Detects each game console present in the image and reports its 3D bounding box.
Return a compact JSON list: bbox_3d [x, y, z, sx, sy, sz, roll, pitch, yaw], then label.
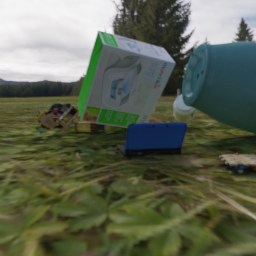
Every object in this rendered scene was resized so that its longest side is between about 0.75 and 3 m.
[{"bbox_3d":[0.465,0.184,5.584,1.156,0.684,0.987,0,7,-11],"label":"game console"}]

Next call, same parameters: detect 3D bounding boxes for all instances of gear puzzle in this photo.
[{"bbox_3d":[1.879,0.568,4.690,0.642,0.162,1.239,-1,3,10],"label":"gear puzzle"}]

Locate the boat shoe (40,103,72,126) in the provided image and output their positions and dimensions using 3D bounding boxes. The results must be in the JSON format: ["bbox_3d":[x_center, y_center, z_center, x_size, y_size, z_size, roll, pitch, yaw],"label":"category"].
[{"bbox_3d":[-2.836,-0.579,11.306,0.948,0.872,2.653,1,7,6],"label":"boat shoe"}]

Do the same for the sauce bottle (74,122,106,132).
[{"bbox_3d":[-1.198,-0.018,8.920,0.985,0.325,0.325,4,7,11],"label":"sauce bottle"}]

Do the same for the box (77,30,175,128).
[{"bbox_3d":[-0.163,-1.359,8.632,2.225,2.522,1.219,10,34,-22],"label":"box"}]

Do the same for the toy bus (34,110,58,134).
[{"bbox_3d":[-2.422,-0.244,8.128,0.692,0.734,0.379,-11,24,-36],"label":"toy bus"}]

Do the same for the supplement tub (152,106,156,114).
[{"bbox_3d":[0.118,-1.152,11.627,1.797,1.797,2.485,-1,9,-9],"label":"supplement tub"}]

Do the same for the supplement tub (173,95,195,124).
[{"bbox_3d":[2.052,-0.677,10.276,0.778,0.778,1.073,1,-25,9],"label":"supplement tub"}]

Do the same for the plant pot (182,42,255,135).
[{"bbox_3d":[2.876,-1.224,7.701,2.400,2.555,2.555,11,5,-6],"label":"plant pot"}]

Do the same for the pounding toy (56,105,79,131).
[{"bbox_3d":[-1.773,-0.276,9.049,0.650,0.648,1.133,38,30,-5],"label":"pounding toy"}]
